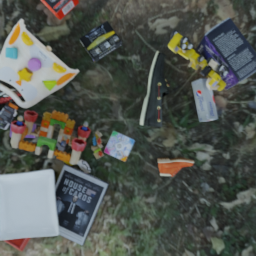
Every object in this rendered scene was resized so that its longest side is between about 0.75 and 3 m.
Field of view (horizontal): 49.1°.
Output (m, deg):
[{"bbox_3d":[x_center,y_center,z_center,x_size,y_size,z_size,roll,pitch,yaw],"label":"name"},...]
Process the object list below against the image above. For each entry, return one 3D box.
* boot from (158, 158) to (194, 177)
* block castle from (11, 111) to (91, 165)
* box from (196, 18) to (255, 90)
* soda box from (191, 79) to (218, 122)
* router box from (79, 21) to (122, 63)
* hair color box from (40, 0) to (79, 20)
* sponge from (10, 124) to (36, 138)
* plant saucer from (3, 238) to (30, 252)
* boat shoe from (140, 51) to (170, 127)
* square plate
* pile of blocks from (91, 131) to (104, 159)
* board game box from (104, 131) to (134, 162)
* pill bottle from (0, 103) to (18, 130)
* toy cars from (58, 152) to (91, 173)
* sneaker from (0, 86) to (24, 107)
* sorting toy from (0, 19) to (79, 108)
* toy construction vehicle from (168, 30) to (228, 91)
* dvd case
[{"bbox_3d":[1.930,1.581,11.253,1.440,0.540,0.772,-3,90,8],"label":"boot"},{"bbox_3d":[-2.814,0.191,10.475,2.651,1.772,1.244,17,110,-5],"label":"block castle"},{"bbox_3d":[3.900,-2.816,10.967,1.169,1.658,2.241,-35,85,0],"label":"box"},{"bbox_3d":[3.084,-1.109,11.276,0.574,0.534,1.682,-4,82,-37],"label":"soda box"},{"bbox_3d":[-1.133,-3.587,11.672,1.418,0.370,1.115,-33,86,-2],"label":"router box"},{"bbox_3d":[-3.285,-5.800,11.669,1.168,0.705,2.301,-45,86,-2],"label":"hair color box"},{"bbox_3d":[-4.321,0.118,11.513,1.023,0.153,0.570,2,85,0],"label":"sponge"},{"bbox_3d":[-4.448,4.191,11.180,1.137,0.209,1.135,30,86,4],"label":"plant saucer"},{"bbox_3d":[1.156,-1.486,10.911,0.933,1.090,2.979,9,84,9],"label":"boat shoe"},{"bbox_3d":[-3.956,2.977,10.896,2.525,0.359,2.501,-7,86,6],"label":"square plate"},{"bbox_3d":[-1.246,0.684,11.320,0.472,0.357,1.149,-5,85,-14],"label":"pile of blocks"},{"bbox_3d":[-0.365,0.756,11.478,0.970,0.125,0.969,25,87,2],"label":"board game box"},{"bbox_3d":[-4.912,-0.498,11.352,0.559,0.559,1.052,32,86,2],"label":"pill bottle"},{"bbox_3d":[-2.123,1.359,11.294,1.439,0.645,0.319,23,42,2],"label":"toy cars"},{"bbox_3d":[-4.878,-1.417,11.373,1.812,0.641,0.885,-14,88,0],"label":"sneaker"},{"bbox_3d":[-3.829,-2.099,10.710,2.563,1.521,2.847,-43,112,16],"label":"sorting toy"},{"bbox_3d":[2.595,-2.359,10.484,2.149,2.468,0.869,45,105,27],"label":"toy construction vehicle"},{"bbox_3d":[-2.135,3.018,11.077,1.958,0.322,2.605,23,90,7],"label":"dvd case"}]
